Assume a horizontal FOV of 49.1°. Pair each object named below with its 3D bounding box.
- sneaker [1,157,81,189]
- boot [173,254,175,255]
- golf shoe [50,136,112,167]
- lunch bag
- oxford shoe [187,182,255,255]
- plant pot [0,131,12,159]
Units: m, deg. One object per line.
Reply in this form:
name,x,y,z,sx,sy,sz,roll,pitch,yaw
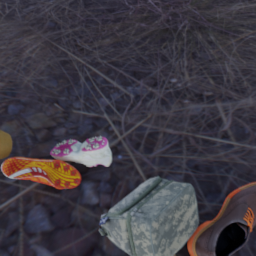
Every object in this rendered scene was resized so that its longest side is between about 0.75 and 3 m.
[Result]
sneaker,-2.573,1.293,8.519,2.333,0.900,0.851,17,81,-14
boot,1.405,3.392,6.920,1.341,0.444,1.174,20,44,11
golf shoe,-1.529,0.911,9.063,2.232,1.021,0.840,-5,36,29
lunch bag,0.509,2.198,6.995,1.730,1.437,2.062,2,23,44
oxford shoe,2.885,2.420,7.144,2.928,1.062,1.042,-35,91,-23
plant pot,-4.367,0.481,8.273,1.600,1.491,1.491,5,31,-49
